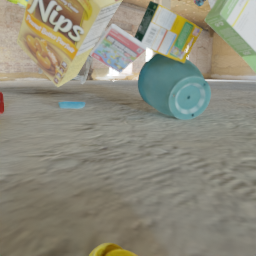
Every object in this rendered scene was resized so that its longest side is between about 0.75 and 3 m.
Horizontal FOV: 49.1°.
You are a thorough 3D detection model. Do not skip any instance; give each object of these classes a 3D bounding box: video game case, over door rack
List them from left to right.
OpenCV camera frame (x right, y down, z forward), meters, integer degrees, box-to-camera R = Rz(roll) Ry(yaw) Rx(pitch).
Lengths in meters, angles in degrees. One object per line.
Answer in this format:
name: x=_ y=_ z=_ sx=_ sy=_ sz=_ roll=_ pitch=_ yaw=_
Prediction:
over door rack: x=-2.177 y=-2.980 z=10.581 sx=1.905 sy=2.578 sz=0.859 roll=10 pitch=44 yaw=-24
video game case: x=-0.303 y=-2.010 z=7.315 sx=1.017 sy=0.124 sz=1.423 roll=28 pitch=-27 yaw=-20

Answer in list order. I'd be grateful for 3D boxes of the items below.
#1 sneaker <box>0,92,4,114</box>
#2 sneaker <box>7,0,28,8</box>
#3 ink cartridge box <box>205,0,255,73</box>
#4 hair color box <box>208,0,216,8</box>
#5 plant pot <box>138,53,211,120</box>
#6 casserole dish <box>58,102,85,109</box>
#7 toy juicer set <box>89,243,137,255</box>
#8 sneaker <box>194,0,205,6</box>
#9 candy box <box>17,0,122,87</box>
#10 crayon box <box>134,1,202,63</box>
sneaker: x=-5.552 y=-0.874 z=10.516 sx=1.331 sy=0.903 sz=2.305 roll=-1 pitch=10 yaw=-11
sneaker: x=-2.920 y=-4.009 z=8.526 sx=1.783 sy=0.936 sz=0.675 roll=21 pitch=9 yaw=-35
ink cartridge box: x=3.521 y=-2.640 z=7.064 sx=2.896 sy=2.107 sz=0.694 roll=35 pitch=-7 yaw=-22
hair color box: x=3.590 y=-3.609 z=8.951 sx=0.821 sy=1.341 sz=2.709 roll=-31 pitch=47 yaw=11
plant pot: x=1.810 y=-1.427 z=10.313 sx=2.346 sy=2.346 sz=2.204 roll=-4 pitch=27 yaw=-17
casserole dish: x=-2.594 y=-1.059 z=12.922 sx=1.285 sy=0.249 sz=0.778 roll=3 pitch=12 yaw=11
toy juicer set: x=-0.521 y=1.068 z=1.573 sx=2.594 sy=0.706 sz=1.650 roll=2 pitch=12 yaw=14
sneaker: x=2.340 y=-4.182 z=9.091 sx=0.319 sy=0.384 sz=0.804 roll=-30 pitch=-22 yaw=9
candy box: x=-1.370 y=-2.180 z=5.857 sx=0.704 sy=1.469 sz=2.546 roll=-44 pitch=2 yaw=-39
crayon box: x=1.184 y=-2.770 z=8.309 sx=1.884 sy=1.184 sz=0.486 roll=10 pitch=26 yaw=-38
